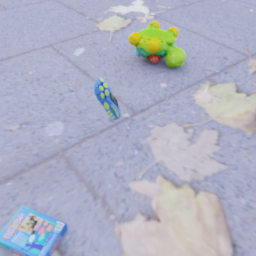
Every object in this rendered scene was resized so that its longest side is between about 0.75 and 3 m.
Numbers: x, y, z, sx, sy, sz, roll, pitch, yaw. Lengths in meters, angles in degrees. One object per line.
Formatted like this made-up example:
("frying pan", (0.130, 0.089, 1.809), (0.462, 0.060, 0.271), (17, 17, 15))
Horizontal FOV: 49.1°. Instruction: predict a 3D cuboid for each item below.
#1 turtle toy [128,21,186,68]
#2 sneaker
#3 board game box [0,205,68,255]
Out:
("turtle toy", (1.400, -3.691, 12.809), (2.779, 1.404, 2.025), (30, 52, 27))
("sneaker", (-0.662, -0.901, 8.875), (0.498, 1.404, 0.582), (-26, 12, 5))
("board game box", (-2.337, 2.591, 6.836), (1.355, 0.305, 1.030), (16, 45, 17))
